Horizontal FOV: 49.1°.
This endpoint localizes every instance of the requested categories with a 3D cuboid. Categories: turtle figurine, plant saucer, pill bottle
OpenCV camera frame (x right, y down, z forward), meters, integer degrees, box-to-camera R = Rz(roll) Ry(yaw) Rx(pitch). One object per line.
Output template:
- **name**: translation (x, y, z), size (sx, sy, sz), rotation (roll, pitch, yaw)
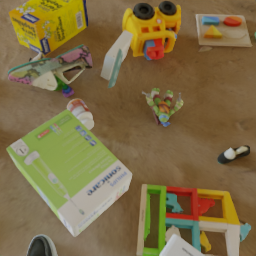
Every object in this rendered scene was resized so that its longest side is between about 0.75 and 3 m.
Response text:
- **turtle figurine**: translation (1.114, -0.915, 8.580), size (1.031, 1.433, 1.389), rotation (-18, 30, 13)
- **plant saucer**: translation (-0.358, -1.763, 8.413), size (0.166, 1.215, 1.215), rotation (17, 54, -3)
- **pill bottle**: translation (-1.442, -0.398, 8.630), size (0.556, 0.556, 0.991), rotation (-25, 57, -18)

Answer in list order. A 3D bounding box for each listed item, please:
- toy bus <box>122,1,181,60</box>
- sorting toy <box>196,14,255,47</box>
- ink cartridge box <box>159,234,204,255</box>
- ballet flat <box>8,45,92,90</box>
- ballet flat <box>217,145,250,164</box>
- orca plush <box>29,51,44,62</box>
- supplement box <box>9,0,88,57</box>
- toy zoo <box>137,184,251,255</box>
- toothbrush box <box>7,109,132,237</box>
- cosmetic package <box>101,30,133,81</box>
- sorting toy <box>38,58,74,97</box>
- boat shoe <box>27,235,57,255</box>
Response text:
- **toy bus**: translation (1.084, -3.462, 10.523), size (2.199, 1.492, 2.111), rotation (-12, 67, -12)
- **sorting toy**: translation (4.379, -4.112, 11.528), size (2.980, 0.439, 2.203), rotation (3, 53, 3)
- **ink cartridge box**: translation (0.354, 3.554, 4.659), size (1.210, 2.101, 2.879), rotation (32, 60, 20)
- **ballet flat**: translation (-2.356, -1.873, 9.233), size (2.946, 1.018, 1.048), rotation (-31, 96, -33)
- **ballet flat**: translation (3.001, 0.704, 7.920), size (1.017, 0.348, 0.346), rotation (-19, 56, -13)
- **orca plush**: translation (-3.384, -2.461, 10.341), size (0.442, 0.298, 0.839), rotation (17, 79, -2)
- **supplement box**: translation (-2.999, -4.264, 11.011), size (1.425, 1.434, 2.619), rotation (30, 59, 21)
- **toy zoo**: translation (1.580, 2.292, 6.758), size (2.630, 0.269, 1.726), rotation (4, 52, 3)
- **toothbrush box**: translation (-1.400, 1.024, 6.844), size (1.787, 1.057, 2.455), rotation (-39, 69, -26)
- **cosmetic package**: translation (-0.401, -2.540, 9.813), size (0.378, 1.103, 1.463), rotation (30, 57, -1)
- **sorting toy**: translation (-2.582, -1.800, 9.572), size (0.672, 0.667, 1.938), rotation (-40, 61, -14)
- **boat shoe**: translation (-1.895, 3.179, 5.826), size (0.685, 0.565, 1.995), rotation (-12, 51, 2)
